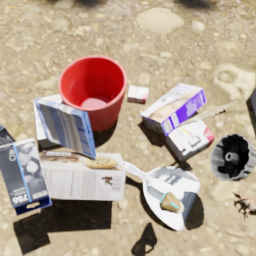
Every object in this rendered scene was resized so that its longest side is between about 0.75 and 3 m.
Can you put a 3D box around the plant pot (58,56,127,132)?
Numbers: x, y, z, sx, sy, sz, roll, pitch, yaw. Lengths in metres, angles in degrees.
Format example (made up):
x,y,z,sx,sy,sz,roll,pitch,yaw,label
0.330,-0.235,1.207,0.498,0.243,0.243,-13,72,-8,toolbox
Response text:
x,y,z,sx,sy,sz,roll,pitch,yaw,label
-1.257,-1.119,10.707,2.468,2.184,2.468,0,61,0,plant pot

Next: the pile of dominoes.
x,y,z,sx,sy,sz,roll,pitch,yaw,label
2.339,-0.328,8.035,1.469,1.145,0.234,-25,94,-36,pile of dominoes

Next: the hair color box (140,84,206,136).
x,y,z,sx,sy,sz,roll,pitch,yaw,label
1.790,-0.773,11.051,2.337,0.757,1.277,-40,35,-19,hair color box

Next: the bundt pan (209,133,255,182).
x,y,z,sx,sy,sz,roll,pitch,yaw,label
2.873,0.841,7.531,0.505,1.346,1.346,21,57,-25,bundt pan

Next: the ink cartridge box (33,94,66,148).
x,y,z,sx,sy,sz,roll,pitch,yaw,label
-2.891,-0.303,11.033,1.366,0.822,1.880,-12,63,-8,ink cartridge box

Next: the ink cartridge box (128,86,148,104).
x,y,z,sx,sy,sz,roll,pitch,yaw,label
0.418,-1.414,11.941,0.804,0.333,0.589,9,61,5,ink cartridge box

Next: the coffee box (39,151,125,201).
x,y,z,sx,sy,sz,roll,pitch,yaw,label
-1.396,1.379,8.257,2.439,1.379,0.974,4,105,-8,coffee box

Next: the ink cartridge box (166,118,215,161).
x,y,z,sx,sy,sz,roll,pitch,yaw,label
2.368,0.424,10.727,1.487,0.637,1.097,-27,64,-16,ink cartridge box

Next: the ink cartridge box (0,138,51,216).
x,y,z,sx,sy,sz,roll,pitch,yaw,label
-2.477,1.245,6.738,0.911,0.359,1.832,-17,105,-19,ink cartridge box

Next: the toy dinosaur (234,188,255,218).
x,y,z,sx,sy,sz,roll,pitch,yaw,label
4.218,2.545,9.639,0.813,0.515,1.199,-18,46,-21,toy dinosaur

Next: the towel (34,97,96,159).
x,y,z,sx,sy,sz,roll,pitch,yaw,label
-1.895,0.006,8.287,2.181,1.602,0.260,16,39,35,towel

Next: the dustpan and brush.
x,y,z,sx,sy,sz,roll,pitch,yaw,label
0.939,1.970,9.738,2.872,0.822,2.004,25,63,13,dustpan and brush

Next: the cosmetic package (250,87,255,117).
x,y,z,sx,sy,sz,roll,pitch,yaw,label
5.644,-0.773,11.114,0.840,1.169,2.071,-2,59,-2,cosmetic package

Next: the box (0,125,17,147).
x,y,z,sx,sy,sz,roll,pitch,yaw,label
-6.022,0.700,10.122,2.681,1.396,2.441,24,63,13,box

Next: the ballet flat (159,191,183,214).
x,y,z,sx,sy,sz,roll,pitch,yaw,label
1.146,1.992,7.304,0.616,1.702,0.577,30,79,13,ballet flat
